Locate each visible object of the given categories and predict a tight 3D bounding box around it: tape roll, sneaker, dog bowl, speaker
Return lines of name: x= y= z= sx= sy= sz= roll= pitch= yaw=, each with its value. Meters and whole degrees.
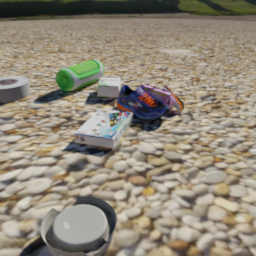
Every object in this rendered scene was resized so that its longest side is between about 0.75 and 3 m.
tape roll: x=-5.874 y=-1.930 z=13.702 sx=2.009 sy=0.664 sz=2.009 roll=0 pitch=26 yaw=0
sneaker: x=0.511 y=-1.083 z=11.602 sx=2.687 sy=1.054 sz=1.012 roll=21 pitch=34 yaw=35
dog bowl: x=-1.011 y=2.138 z=5.926 sx=1.565 sy=0.459 sz=1.565 roll=0 pitch=26 yaw=0
speaker: x=-2.501 y=-2.842 z=14.918 sx=1.236 sy=1.236 sz=2.796 roll=16 pitch=31 yaw=28
sneaker: x=1.848 y=-1.160 z=12.380 sx=0.591 sy=0.718 sz=1.560 roll=11 pitch=36 yaw=-46

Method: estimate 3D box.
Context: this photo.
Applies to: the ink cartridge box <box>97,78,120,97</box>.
ink cartridge box: x=-0.933 y=-2.037 z=13.943 sx=1.045 sy=0.603 sz=1.430 roll=1 pitch=26 yaw=0

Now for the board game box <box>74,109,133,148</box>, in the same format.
board game box: x=-0.827 y=-0.050 z=10.292 sx=1.426 sy=0.391 sz=2.259 roll=8 pitch=28 yaw=16

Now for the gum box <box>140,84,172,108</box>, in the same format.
gum box: x=1.172 y=-1.280 z=12.113 sx=0.495 sy=0.850 sz=1.497 roll=-14 pitch=31 yaw=-43
